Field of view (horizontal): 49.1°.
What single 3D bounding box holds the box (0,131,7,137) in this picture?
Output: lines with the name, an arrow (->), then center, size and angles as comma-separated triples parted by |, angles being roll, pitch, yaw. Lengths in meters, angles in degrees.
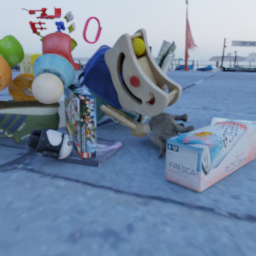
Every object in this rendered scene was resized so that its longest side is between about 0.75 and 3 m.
box -> -3.957, -0.008, 9.157 | 1.223, 0.393, 0.429 | -5, 43, -34

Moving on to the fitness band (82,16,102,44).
fitness band -> -1.148, -3.111, 8.940 | 0.615, 0.856, 0.160 | 12, 8, -45

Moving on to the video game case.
video game case -> -0.987, 0.613, 7.581 | 1.235, 0.164, 1.728 | 5, 14, 19

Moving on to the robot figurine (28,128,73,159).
robot figurine -> -1.840, 0.364, 6.711 | 1.017, 0.764, 0.635 | 18, -16, -21

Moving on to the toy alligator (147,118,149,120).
toy alligator -> 0.201, -0.635, 11.821 | 1.575, 0.427, 0.467 | 11, 18, 35

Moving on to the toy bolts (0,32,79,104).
toy bolts -> -2.645, -1.091, 7.412 | 2.763, 2.639, 1.916 | -6, 47, 12

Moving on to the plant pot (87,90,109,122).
plant pot -> -1.069, -0.999, 10.365 | 0.974, 1.214, 1.214 | -33, -1, 27

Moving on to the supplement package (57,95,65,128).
supplement package -> -2.378, -0.689, 10.830 | 1.031, 1.023, 1.358 | -7, 16, -24

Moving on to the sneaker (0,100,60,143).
sneaker -> -3.390, -0.107, 8.075 | 2.811, 1.262, 0.943 | -1, 22, -15

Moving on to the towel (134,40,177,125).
towel -> 1.126, -1.664, 10.077 | 0.506, 2.928, 2.819 | 22, 17, 8

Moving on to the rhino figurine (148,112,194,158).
rhino figurine -> 1.184, 0.196, 7.873 | 1.199, 0.820, 2.741 | 3, 19, 1

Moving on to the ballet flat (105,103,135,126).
ballet flat -> -0.219, -0.390, 10.014 | 1.611, 0.526, 0.568 | 25, 10, -38

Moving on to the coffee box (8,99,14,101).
coffee box -> -4.627, -1.071, 12.715 | 1.326, 0.474, 2.156 | -3, 5, -16

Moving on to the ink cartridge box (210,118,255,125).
ink cartridge box -> 3.494, 0.075, 9.137 | 1.550, 0.393, 1.760 | 6, 15, 20

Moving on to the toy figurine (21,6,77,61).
toy figurine -> -2.551, -2.626, 9.591 | 1.536, 1.745, 2.912 | 0, -5, -6

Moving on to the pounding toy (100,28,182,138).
pounding toy -> 0.255, -1.031, 7.395 | 1.629, 2.848, 1.634 | -4, 21, 44

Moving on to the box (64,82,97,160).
box -> -1.314, -0.292, 7.430 | 0.410, 1.486, 2.175 | -5, 20, -21

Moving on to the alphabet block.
alphabet block -> -3.429, -2.292, 11.390 | 1.506, 1.514, 1.542 | -11, 22, -34

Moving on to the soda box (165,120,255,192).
soda box -> 2.020, 0.499, 6.401 | 0.874, 0.940, 2.748 | 14, 20, 43

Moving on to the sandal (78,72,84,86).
sandal -> -1.604, -1.984, 10.292 | 0.296, 1.238, 0.465 | 28, 17, -3

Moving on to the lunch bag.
lunch bag -> -0.414, -1.730, 9.448 | 2.072, 1.408, 1.371 | 34, 22, -21

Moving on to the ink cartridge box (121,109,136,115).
ink cartridge box -> 0.060, -0.856, 10.882 | 0.694, 0.957, 0.401 | 7, 53, 23
